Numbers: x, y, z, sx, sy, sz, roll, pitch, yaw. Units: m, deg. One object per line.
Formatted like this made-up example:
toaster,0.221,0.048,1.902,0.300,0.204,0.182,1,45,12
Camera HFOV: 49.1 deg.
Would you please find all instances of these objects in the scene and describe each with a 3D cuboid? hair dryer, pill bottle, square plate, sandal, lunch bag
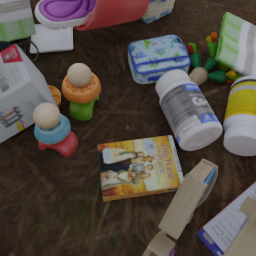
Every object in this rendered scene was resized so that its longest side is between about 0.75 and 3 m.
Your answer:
hair dryer,-4.305,-2.180,8.337,2.767,0.752,2.108,28,58,1
pill bottle,2.924,-0.296,6.856,1.032,1.032,1.806,17,59,11
pill bottle,1.427,-0.476,6.951,1.066,1.066,1.874,-16,59,-10
square plate,-2.442,-2.887,9.033,1.332,0.191,1.345,-7,57,-4
sandal,-1.101,-3.443,7.471,1.202,0.726,2.953,44,57,0
lunch bag,0.889,-1.982,8.170,1.681,0.693,1.351,-9,61,-5

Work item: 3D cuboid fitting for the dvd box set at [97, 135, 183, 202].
dvd box set,0.263,0.906,6.535,1.856,0.273,1.358,-7,58,-4

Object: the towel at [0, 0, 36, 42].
towel,-3.600,-3.567,7.314,2.067,2.771,0.425,-29,44,-30

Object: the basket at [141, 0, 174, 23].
basket,0.626,-4.784,8.906,1.697,2.440,2.152,-28,61,-13

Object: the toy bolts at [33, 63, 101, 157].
toy bolts,-1.821,-0.594,6.777,2.048,1.487,2.144,10,58,6

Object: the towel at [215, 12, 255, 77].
towel,3.805,-2.065,7.869,2.717,0.417,2.027,23,58,-8

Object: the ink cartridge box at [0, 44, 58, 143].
ink cartridge box,-2.954,-0.752,6.731,1.834,1.327,1.333,-30,62,0

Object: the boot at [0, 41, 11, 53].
boot,-3.757,-1.863,6.744,0.587,1.790,1.475,6,76,25

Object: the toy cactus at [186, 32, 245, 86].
toy cactus,2.304,-1.737,7.955,1.658,1.028,2.010,-42,75,-13

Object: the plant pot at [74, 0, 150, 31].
plant pot,-0.548,-3.864,7.836,1.939,2.192,2.192,-13,55,-35

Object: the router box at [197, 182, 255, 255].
router box,2.962,2.331,5.432,2.124,0.578,2.367,-32,63,-19

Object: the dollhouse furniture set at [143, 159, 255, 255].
dollhouse furniture set,1.838,2.023,4.958,2.372,1.548,2.240,30,106,21
